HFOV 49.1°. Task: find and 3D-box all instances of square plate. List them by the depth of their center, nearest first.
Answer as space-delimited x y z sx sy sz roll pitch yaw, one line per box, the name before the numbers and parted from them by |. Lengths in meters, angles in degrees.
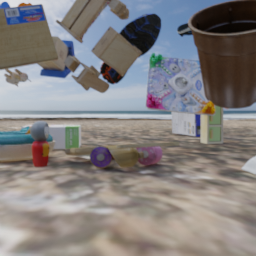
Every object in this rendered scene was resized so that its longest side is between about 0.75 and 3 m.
square plate | 3.758 0.451 4.448 2.933 0.417 2.906 -10 0 -1

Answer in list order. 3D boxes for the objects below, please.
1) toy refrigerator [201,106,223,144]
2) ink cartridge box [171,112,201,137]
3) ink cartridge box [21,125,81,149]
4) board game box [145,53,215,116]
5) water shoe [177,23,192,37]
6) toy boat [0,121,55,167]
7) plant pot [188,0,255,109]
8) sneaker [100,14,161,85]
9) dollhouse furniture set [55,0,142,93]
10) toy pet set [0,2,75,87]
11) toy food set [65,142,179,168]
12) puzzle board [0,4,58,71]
toy refrigerator | 3.273 -0.302 10.917 0.687 1.810 0.633 0 3 -11
ink cartridge box | 3.421 -0.582 14.729 1.106 1.977 2.898 -4 4 -17
ink cartridge box | -2.781 0.290 9.498 2.275 0.766 1.332 0 3 -8
board game box | 1.955 -1.684 10.325 2.480 2.480 0.321 6 -28 1
water shoe | 2.493 -3.842 10.787 1.184 0.423 0.467 -3 -18 29
toy boat | -2.463 0.318 6.827 1.787 0.988 2.126 -2 3 -41
plant pot | 2.615 -1.737 6.879 2.105 2.084 2.105 -9 38 7
sneaker | 0.049 -2.483 8.519 2.642 0.995 1.036 -37 18 42
dollhouse furniture set | -0.959 -2.366 7.157 2.428 2.071 1.186 46 13 29
toy pet set | -2.796 -2.357 8.493 2.212 2.369 1.258 8 -9 13
toy food set | -0.213 0.644 6.555 1.868 0.463 2.938 -1 -5 -27
puzzle board | -3.277 -2.328 7.340 2.479 1.868 0.216 -14 -18 -16
